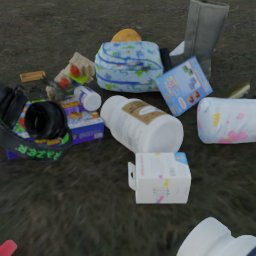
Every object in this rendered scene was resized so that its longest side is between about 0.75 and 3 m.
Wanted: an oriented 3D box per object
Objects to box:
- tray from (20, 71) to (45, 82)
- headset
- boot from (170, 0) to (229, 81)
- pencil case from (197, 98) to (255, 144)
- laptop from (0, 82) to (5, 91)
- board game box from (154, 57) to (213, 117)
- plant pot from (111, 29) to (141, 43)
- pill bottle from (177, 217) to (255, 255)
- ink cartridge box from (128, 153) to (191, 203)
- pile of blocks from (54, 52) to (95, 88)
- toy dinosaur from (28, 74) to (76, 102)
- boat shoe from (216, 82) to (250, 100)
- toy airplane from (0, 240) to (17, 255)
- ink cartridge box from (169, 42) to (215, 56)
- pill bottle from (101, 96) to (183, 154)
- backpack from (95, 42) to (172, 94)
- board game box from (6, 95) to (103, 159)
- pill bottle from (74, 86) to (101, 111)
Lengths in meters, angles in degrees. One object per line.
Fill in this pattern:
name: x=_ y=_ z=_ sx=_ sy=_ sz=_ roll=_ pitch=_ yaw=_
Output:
tray: x=-3.783 y=-2.043 z=11.137 sx=0.901 sy=0.167 sz=0.444 roll=-14 pitch=38 yaw=-18
headset: x=-2.336 y=-0.127 z=6.287 sx=1.739 sy=1.323 sz=2.816 roll=18 pitch=25 yaw=-39
boot: x=2.275 y=-3.361 z=10.630 sx=2.589 sy=2.847 sz=1.033 roll=16 pitch=44 yaw=23
pencil case: x=3.390 y=-0.237 z=7.586 sx=2.965 sy=1.345 sz=1.232 roll=-3 pitch=53 yaw=-1
laptop: x=-4.179 y=-0.462 z=8.200 sx=1.669 sy=1.033 sz=1.782 roll=-38 pitch=60 yaw=-24
board game box: x=1.849 y=-1.368 z=9.127 sx=1.779 sy=1.345 sz=0.325 roll=-33 pitch=8 yaw=-30
plant pot: x=0.141 y=-3.229 z=11.903 sx=1.425 sy=1.425 sz=1.305 roll=-22 pitch=57 yaw=-27
pill bottle: x=1.869 y=2.405 z=3.932 sx=1.305 sy=1.305 sz=2.352 roll=-25 pitch=43 yaw=-31
ink cartridge box: x=0.643 y=1.099 z=6.191 sx=1.273 sy=0.797 sz=0.818 roll=0 pitch=36 yaw=0
pile of blocks: x=-1.574 y=-1.403 z=8.068 sx=0.631 sy=0.834 sz=2.031 roll=-56 pitch=18 yaw=-21
toy dinosaur: x=-2.249 y=-1.138 z=8.355 sx=1.090 sy=0.587 sz=2.474 roll=20 pitch=14 yaw=-2
boat shoe: x=3.233 y=-0.829 z=8.993 sx=1.762 sy=0.579 sz=0.630 roll=-33 pitch=17 yaw=-11
toy airplane: x=-2.042 y=2.746 z=4.108 sx=2.702 sy=0.497 sz=2.702 roll=-8 pitch=46 yaw=8
ink cartridge box: x=2.735 y=-3.286 z=12.458 sx=1.590 sy=0.323 sz=1.587 roll=-41 pitch=45 yaw=-1
pill bottle: x=0.252 y=-0.066 z=7.361 sx=1.263 sy=1.263 sz=2.209 roll=-23 pitch=35 yaw=-28
backpack: x=0.170 y=-2.161 z=10.054 sx=2.707 sy=2.081 sz=2.208 roll=-9 pitch=40 yaw=12
board game box: x=-2.200 y=-0.151 z=7.945 sx=2.559 sy=0.573 sz=1.721 roll=-13 pitch=39 yaw=-24
pill bottle: x=-1.206 y=-0.887 z=8.109 sx=0.537 sy=0.537 sz=0.896 roll=-20 pitch=35 yaw=-25
